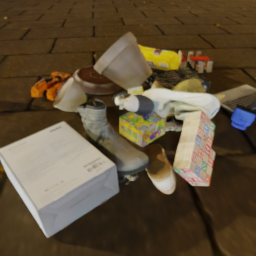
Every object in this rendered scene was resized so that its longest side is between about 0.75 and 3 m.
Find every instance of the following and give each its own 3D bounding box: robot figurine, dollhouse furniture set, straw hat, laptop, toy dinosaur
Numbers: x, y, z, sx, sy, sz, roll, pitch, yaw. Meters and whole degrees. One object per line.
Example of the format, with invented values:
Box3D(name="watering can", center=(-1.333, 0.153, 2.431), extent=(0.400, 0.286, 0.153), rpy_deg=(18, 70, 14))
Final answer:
Box3D(name="robot figurine", center=(-3.414, -1.986, 12.979), extent=(1.598, 0.641, 2.204), rpy_deg=(11, 35, 12))
Box3D(name="dollhouse furniture set", center=(3.634, -3.771, 15.405), extent=(1.706, 0.889, 1.725), rpy_deg=(-5, 34, -7))
Box3D(name="straw hat", center=(2.312, -1.303, 10.672), extent=(2.437, 1.031, 2.437), rpy_deg=(-20, 6, 2))
Box3D(name="laptop", center=(5.274, -1.638, 11.609), extent=(2.601, 1.610, 2.778), rpy_deg=(-17, 38, -25))
Box3D(name="toy dinosaur", center=(-0.210, 1.330, 8.137), extent=(0.746, 0.402, 1.692), rpy_deg=(-42, 26, -5))

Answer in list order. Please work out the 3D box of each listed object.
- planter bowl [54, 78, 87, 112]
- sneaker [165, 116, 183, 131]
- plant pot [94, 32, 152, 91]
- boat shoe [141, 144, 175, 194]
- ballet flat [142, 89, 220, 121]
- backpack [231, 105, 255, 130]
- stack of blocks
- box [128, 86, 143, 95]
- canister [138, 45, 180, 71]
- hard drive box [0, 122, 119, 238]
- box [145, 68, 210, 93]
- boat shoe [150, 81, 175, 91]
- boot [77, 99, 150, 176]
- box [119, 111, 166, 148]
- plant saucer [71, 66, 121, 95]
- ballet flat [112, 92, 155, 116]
Box3D(name="planter bowl", center=(-2.227, -1.195, 11.248), extent=(0.909, 1.350, 1.350), rpy_deg=(32, 25, -25))
Box3D(name="sneaker", center=(1.707, -0.183, 10.351), extent=(0.844, 0.591, 0.328), rpy_deg=(-5, 34, -8))
Box3D(name="plant pot", center=(-0.043, -2.766, 12.615), extent=(1.997, 2.302, 2.302), rpy_deg=(46, 40, -6))
Box3D(name="boat shoe", center=(0.859, 1.176, 8.178), extent=(0.798, 0.749, 2.166), rpy_deg=(-24, 21, 6))
Box3D(name="ballet flat", center=(1.579, -0.748, 9.539), extent=(2.910, 1.010, 1.010), rpy_deg=(9, 33, 34))
Box3D(name="backpack", center=(4.180, -0.353, 10.180), extent=(0.810, 0.836, 0.997), rpy_deg=(21, 11, 21))
Box3D(name="stack of blocks", center=(1.991, 0.591, 8.068), extent=(0.547, 1.075, 1.867), rpy_deg=(-11, 50, 44))
Box3D(name="box", center=(0.312, -1.256, 11.823), extent=(0.654, 0.270, 1.115), rpy_deg=(-10, 46, 15))
Box3D(name="canister", center=(1.431, -3.616, 14.699), extent=(2.238, 0.969, 1.662), rpy_deg=(17, 7, 24))
Box3D(name="hard drive box", center=(-1.960, 1.183, 7.715), extent=(2.181, 1.075, 2.799), rpy_deg=(-27, 41, -28))
Box3D(name="box", center=(2.294, -2.153, 13.312), extent=(2.466, 0.537, 1.976), rpy_deg=(-12, 36, -17))
Box3D(name="boat shoe", center=(1.839, -1.465, 11.849), extent=(1.781, 0.575, 0.635), rpy_deg=(17, 27, -15))
Box3D(name="boot", center=(-0.623, 0.175, 8.111), extent=(0.965, 1.862, 2.850), rpy_deg=(-27, 26, -31))
Box3D(name="box", center=(0.513, -0.090, 10.068), extent=(1.225, 0.747, 1.180), rpy_deg=(-28, 43, -36))
Box3D(name="plant saucer", center=(-1.499, -2.424, 13.582), extent=(2.527, 0.405, 2.527), rpy_deg=(5, 37, -4))
Box3D(name="ballet flat", center=(0.060, -0.861, 9.883), extent=(0.778, 0.778, 2.130), rpy_deg=(-19, 23, -25))
